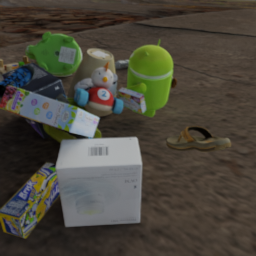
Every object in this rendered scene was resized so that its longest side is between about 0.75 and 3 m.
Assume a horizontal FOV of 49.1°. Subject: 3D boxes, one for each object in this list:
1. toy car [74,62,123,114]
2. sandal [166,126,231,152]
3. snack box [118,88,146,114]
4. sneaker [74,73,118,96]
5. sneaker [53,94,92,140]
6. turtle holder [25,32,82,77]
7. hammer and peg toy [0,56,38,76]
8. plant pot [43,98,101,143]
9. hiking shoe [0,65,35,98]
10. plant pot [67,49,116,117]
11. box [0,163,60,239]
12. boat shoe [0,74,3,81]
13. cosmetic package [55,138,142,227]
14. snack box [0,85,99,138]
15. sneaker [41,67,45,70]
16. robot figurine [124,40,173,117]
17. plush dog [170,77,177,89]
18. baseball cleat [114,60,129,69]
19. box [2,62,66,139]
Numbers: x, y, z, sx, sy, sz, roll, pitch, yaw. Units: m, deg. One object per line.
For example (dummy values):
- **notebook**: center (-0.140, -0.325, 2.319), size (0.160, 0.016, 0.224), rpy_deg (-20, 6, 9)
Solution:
- **toy car**: center (-0.788, -1.286, 8.397), size (1.319, 1.430, 1.265), rpy_deg (11, 9, -20)
- **sandal**: center (1.719, 0.238, 7.112), size (0.848, 0.570, 2.111), rpy_deg (-15, 5, -22)
- **snack box**: center (0.123, -0.863, 8.849), size (0.882, 0.627, 0.234), rpy_deg (23, 54, 34)
- **sneaker**: center (-1.008, -1.235, 9.309), size (1.461, 0.840, 0.549), rpy_deg (-19, 43, -10)
- **sneaker**: center (-1.649, -0.093, 7.709), size (0.772, 0.690, 1.884), rpy_deg (-35, 61, -11)
- **turtle holder**: center (-3.739, -3.539, 14.321), size (2.772, 2.106, 1.969), rpy_deg (-19, 1, -1)
- **hammer and peg toy**: center (-5.891, -2.887, 13.986), size (2.602, 0.917, 1.914), rpy_deg (-19, 35, -34)
- **plant pot**: center (-1.613, 0.070, 8.653), size (1.477, 1.477, 1.422), rpy_deg (-23, 49, -34)
- **hiking shoe**: center (-3.400, -1.311, 8.345), size (1.493, 0.556, 0.647), rpy_deg (-32, 30, 15)
- **plant pot**: center (-1.252, -1.833, 10.614), size (1.952, 2.084, 1.952), rpy_deg (10, 34, -7)
- **box**: center (-2.129, 1.604, 6.538), size (0.585, 0.637, 1.819), rpy_deg (10, 31, 17)
- **boat shoe**: center (-6.267, -2.580, 14.053), size (0.371, 0.428, 1.003), rpy_deg (21, 36, 32)
- **cosmetic package**: center (-0.594, 1.206, 6.175), size (1.680, 1.685, 1.036), rpy_deg (-2, 32, -3)
- **snack box**: center (-1.640, -0.316, 6.136), size (1.657, 0.561, 1.397), rpy_deg (19, -2, 12)
- **sneaker**: center (-3.984, -2.260, 12.504), size (0.532, 0.583, 1.441), rpy_deg (-17, 51, 11)
- **robot figurine**: center (0.730, -1.669, 9.776), size (1.512, 2.614, 2.294), rpy_deg (22, 46, 18)
- **plush dog**: center (1.340, -2.248, 12.715), size (1.833, 1.470, 1.574), rpy_deg (26, 18, 39)
- **baseball cleat**: center (-0.204, -3.552, 15.722), size (0.704, 0.461, 1.323), rpy_deg (24, 38, 36)
- **box**: center (-3.127, -1.020, 9.739), size (1.236, 1.754, 2.370), rpy_deg (-31, 40, -25)
